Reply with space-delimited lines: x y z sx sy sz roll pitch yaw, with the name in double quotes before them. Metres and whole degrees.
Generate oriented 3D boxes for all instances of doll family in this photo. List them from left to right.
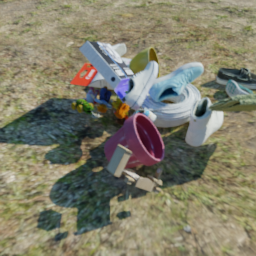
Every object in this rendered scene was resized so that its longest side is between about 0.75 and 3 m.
"doll family" -0.782 -1.051 11.916 2.396 1.079 1.487 23 42 -15

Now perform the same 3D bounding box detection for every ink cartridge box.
"ink cartridge box" -1.351 -3.060 15.211 2.998 0.855 2.436 12 42 8
"ink cartridge box" -0.536 -2.490 12.254 2.828 0.614 2.802 51 20 -1

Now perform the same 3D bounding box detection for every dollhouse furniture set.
"dollhouse furniture set" 0.446 1.370 8.811 1.929 0.854 1.000 27 -1 -35

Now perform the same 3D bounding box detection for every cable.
"cable" 1.800 -1.203 12.777 2.860 0.990 2.860 9 43 9

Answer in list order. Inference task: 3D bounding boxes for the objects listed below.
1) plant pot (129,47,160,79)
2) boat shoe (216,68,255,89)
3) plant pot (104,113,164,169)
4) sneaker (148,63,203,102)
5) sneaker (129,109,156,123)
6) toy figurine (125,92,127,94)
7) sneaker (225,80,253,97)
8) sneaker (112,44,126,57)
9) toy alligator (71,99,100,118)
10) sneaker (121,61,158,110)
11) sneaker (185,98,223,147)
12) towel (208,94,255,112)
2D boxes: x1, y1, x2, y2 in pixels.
"plant pot" 0.802 -3.232 14.823 1.273 1.794 1.794 -8 37 23
"boat shoe" 5.995 -2.647 14.601 2.626 0.836 0.929 6 41 7
"plant pot" 0.132 0.653 9.959 1.635 1.826 1.826 -30 32 27
"sneaker" 2.161 -1.821 11.992 2.639 0.976 1.081 -27 54 2
"sneaker" 0.419 -0.438 11.035 1.514 0.611 0.579 -11 48 53
"toy figurine" 0.199 -1.514 13.589 0.845 0.689 0.918 -20 25 -41
"sneaker" 5.594 -1.702 13.763 0.871 0.741 1.910 -3 42 -27
"sneaker" -1.015 -4.473 16.922 0.847 0.804 2.104 14 37 36
"toy alligator" -1.355 -0.681 8.989 0.493 0.357 1.487 -18 28 -37
"sneaker" 0.463 -1.770 10.674 0.792 0.817 2.237 33 63 -18
"sneaker" 3.357 -0.629 11.659 1.048 1.644 2.846 22 43 25
"towel" 4.376 -0.906 10.092 2.475 0.452 1.836 -2 -3 -14
